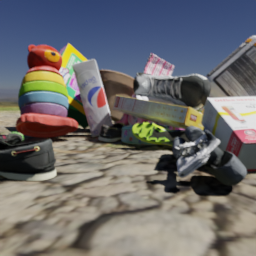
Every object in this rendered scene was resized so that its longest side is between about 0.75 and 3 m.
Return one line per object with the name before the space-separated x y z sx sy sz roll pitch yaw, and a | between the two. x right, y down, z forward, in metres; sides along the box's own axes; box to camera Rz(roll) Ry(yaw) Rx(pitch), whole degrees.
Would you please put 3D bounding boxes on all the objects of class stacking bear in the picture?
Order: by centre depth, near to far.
stacking bear | -2.434 -1.168 8.162 1.607 2.646 1.505 7 -19 -34

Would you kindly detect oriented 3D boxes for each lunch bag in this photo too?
lunch bag | 0.446 0.147 7.581 1.259 0.485 1.010 1 6 13

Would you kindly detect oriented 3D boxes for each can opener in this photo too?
can opener | 1.126 0.425 4.603 0.686 0.866 2.605 -43 0 7

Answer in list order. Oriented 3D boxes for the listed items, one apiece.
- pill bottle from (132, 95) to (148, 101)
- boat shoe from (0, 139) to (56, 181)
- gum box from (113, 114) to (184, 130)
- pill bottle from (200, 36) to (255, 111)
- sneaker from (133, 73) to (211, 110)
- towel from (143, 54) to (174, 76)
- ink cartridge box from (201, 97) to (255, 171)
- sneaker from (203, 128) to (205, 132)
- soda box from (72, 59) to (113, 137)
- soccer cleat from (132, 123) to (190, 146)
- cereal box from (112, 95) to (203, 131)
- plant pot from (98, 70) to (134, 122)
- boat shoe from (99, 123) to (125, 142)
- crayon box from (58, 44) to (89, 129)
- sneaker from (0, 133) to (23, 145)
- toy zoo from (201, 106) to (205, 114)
pill bottle | -0.278 -1.308 16.560 2.804 1.577 1.577 -2 6 -18
boat shoe | -2.059 0.436 4.260 1.958 0.613 0.716 -1 8 7
gum box | 0.763 -0.384 10.806 2.671 0.883 1.516 6 8 44
pill bottle | 3.412 -1.454 8.942 2.696 1.569 1.569 -42 -7 16
sneaker | 0.927 -1.039 7.645 1.495 0.971 2.588 3 8 -24
towel | 1.157 -2.159 10.507 1.175 0.859 0.176 21 1 -28
ink cartridge box | 2.086 0.043 4.977 1.077 0.619 1.484 -2 34 -9
sneaker | 2.338 0.197 6.121 1.734 0.675 0.608 -4 6 -29
soda box | -1.058 -0.911 8.659 0.720 2.269 0.775 -14 10 -2
soccer cleat | 0.826 0.239 6.561 1.522 0.492 0.637 9 -22 3
cereal box | 0.984 -0.339 7.635 2.392 0.473 1.721 15 -1 42
plant pot | -0.611 -1.068 9.951 1.711 1.493 1.711 14 -8 2
boat shoe | -0.276 0.086 8.133 0.534 0.451 1.497 13 12 30
crayon box | -2.024 -1.623 10.880 0.744 2.554 2.203 -25 -50 37
sneaker | -3.031 0.338 6.806 0.924 0.354 0.387 -7 22 -15
toy zoo | 2.753 -0.188 7.312 1.860 0.190 1.220 28 -11 -14
